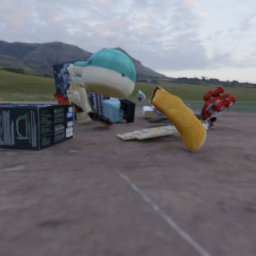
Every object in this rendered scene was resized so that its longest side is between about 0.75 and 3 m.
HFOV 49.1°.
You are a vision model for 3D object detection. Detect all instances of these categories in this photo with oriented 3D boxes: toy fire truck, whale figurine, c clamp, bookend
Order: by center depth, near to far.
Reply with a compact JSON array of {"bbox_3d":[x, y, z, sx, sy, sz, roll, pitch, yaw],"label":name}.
[{"bbox_3d":[-0.671,-1.425,7.346,1.665,1.086,2.092,21,-7,-34],"label":"whale figurine"},{"bbox_3d":[3.241,-0.785,10.431,1.368,1.148,0.767,-22,55,-31],"label":"toy fire truck"},{"bbox_3d":[2.090,-0.386,10.847,2.406,0.381,2.817,-16,-11,43],"label":"c clamp"},{"bbox_3d":[-0.096,-0.721,11.780,0.390,0.841,0.846,-6,22,-31],"label":"bookend"}]

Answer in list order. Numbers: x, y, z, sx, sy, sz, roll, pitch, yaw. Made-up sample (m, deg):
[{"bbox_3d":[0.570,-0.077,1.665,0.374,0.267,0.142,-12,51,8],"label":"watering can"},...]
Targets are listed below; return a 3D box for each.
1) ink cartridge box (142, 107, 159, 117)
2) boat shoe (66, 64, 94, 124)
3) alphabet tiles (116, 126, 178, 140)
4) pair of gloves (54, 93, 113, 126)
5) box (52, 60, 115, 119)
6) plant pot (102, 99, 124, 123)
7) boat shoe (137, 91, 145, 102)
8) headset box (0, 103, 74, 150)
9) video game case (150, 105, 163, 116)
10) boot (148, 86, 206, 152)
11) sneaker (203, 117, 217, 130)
[{"bbox_3d":[1.756,-0.951,14.574,1.962,0.606,2.419,0,-7,1],"label":"ink cartridge box"},{"bbox_3d":[-2.151,-1.342,11.741,0.841,2.590,0.934,-19,30,-8],"label":"boat shoe"},{"bbox_3d":[0.706,0.138,8.554,1.997,0.075,1.669,-8,6,-15],"label":"alphabet tiles"},{"bbox_3d":[-1.632,-0.580,10.592,2.291,0.283,2.041,23,-7,3],"label":"pair of gloves"},{"bbox_3d":[-2.029,-1.943,14.214,2.879,2.832,1.691,3,19,23],"label":"box"},{"bbox_3d":[-0.462,-0.746,12.851,1.020,1.017,1.039,-14,21,-30],"label":"plant pot"},{"bbox_3d":[0.564,-1.393,12.558,0.326,0.284,0.885,44,-6,11],"label":"boat shoe"},{"bbox_3d":[-2.917,-0.133,7.678,2.248,1.043,1.957,2,7,15],"label":"headset box"},{"bbox_3d":[1.538,-0.858,12.050,0.824,0.909,0.163,-44,12,10],"label":"video game case"},{"bbox_3d":[1.111,-0.276,6.850,1.340,0.658,1.871,30,27,-17],"label":"boot"},{"bbox_3d":[3.190,-0.229,10.590,0.517,0.338,0.895,-48,-14,32],"label":"sneaker"}]
